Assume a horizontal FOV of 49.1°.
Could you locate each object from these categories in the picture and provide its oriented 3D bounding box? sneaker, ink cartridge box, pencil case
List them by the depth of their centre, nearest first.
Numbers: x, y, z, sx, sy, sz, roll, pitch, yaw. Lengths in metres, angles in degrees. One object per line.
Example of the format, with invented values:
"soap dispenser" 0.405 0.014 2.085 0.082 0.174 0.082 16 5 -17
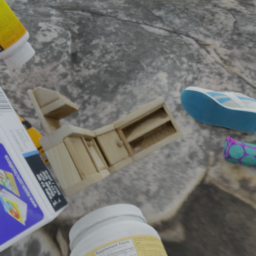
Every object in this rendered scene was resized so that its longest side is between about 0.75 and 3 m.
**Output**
"ink cartridge box" -2.821 0.836 4.883 2.839 2.866 0.622 58 20 5
"pencil case" 3.761 0.782 8.450 1.699 0.785 0.723 11 43 12
"sneaker" 3.295 -0.762 9.921 2.942 1.126 1.188 21 39 12

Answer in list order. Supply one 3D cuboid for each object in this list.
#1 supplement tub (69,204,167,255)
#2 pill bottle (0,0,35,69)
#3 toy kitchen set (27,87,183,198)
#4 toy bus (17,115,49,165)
"supplement tub" -0.046 3.067 5.284 1.975 1.975 2.716 -13 46 -13
"pill bottle" -3.634 -2.780 7.684 1.236 2.262 1.236 -21 37 17
"toy kitchen set" -0.384 -0.262 5.928 2.460 2.727 2.225 -28 84 3
"toy bus" -3.728 0.160 8.824 2.904 1.137 0.945 32 54 28
